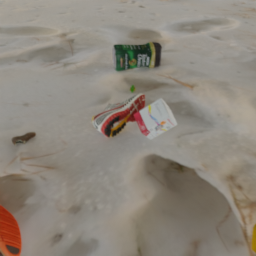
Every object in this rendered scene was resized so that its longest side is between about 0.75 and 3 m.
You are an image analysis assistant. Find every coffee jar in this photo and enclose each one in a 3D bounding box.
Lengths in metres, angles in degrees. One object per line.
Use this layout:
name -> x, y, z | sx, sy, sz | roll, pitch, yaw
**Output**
coffee jar -> 0.490, -3.739, 14.647 | 2.541, 1.325, 1.084 | -7, 39, -8

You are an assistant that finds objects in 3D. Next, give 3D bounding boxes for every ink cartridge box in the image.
ink cartridge box -> 0.948, -0.292, 9.582 | 1.118, 0.813, 0.809 | -31, 58, 17

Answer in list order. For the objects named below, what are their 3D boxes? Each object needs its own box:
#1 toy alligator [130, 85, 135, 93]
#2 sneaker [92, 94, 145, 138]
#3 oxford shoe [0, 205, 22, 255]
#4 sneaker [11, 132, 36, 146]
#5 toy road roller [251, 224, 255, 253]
toy alligator -> 0.214, -1.903, 13.093 | 0.230, 0.211, 0.776 | 4, 37, 5
sneaker -> -0.291, -0.695, 10.781 | 1.086, 1.029, 2.643 | 27, 44, 33
oxford shoe -> -3.635, 2.323, 6.960 | 1.087, 1.067, 2.997 | -45, 51, -13
sneaker -> -3.682, 0.416, 9.972 | 0.850, 0.299, 0.321 | -18, 61, -20
toy road roller -> 3.736, 2.576, 6.254 | 1.991, 1.224, 1.454 | -23, 31, -27
